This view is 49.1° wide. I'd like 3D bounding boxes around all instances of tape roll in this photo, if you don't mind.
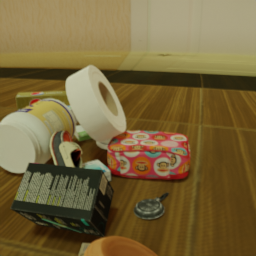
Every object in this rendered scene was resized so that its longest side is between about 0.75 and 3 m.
[{"bbox_3d":[-0.933,-0.728,8.681,0.806,2.306,2.306,-26,16,14],"label":"tape roll"}]

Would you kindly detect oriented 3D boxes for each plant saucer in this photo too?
[{"bbox_3d":[0.081,2.308,4.609,1.658,0.310,1.658,26,4,-2],"label":"plant saucer"}]

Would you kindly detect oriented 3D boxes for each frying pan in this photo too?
[{"bbox_3d":[0.717,1.902,6.950,1.248,0.203,0.755,-16,20,-27],"label":"frying pan"}]

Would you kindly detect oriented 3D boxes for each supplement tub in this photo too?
[{"bbox_3d":[-3.020,0.197,9.165,1.843,1.843,2.535,5,21,14],"label":"supplement tub"}]

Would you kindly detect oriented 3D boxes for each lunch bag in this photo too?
[{"bbox_3d":[0.671,0.700,8.969,2.532,1.037,2.230,3,21,8],"label":"lunch bag"}]

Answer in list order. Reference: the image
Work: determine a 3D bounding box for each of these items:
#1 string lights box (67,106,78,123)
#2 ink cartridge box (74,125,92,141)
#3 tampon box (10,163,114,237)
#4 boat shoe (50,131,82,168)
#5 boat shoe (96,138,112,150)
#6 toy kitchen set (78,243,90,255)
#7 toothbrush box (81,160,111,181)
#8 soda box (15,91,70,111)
[{"bbox_3d":[-3.445,-0.368,11.919,2.427,0.716,1.247,-4,19,12],"label":"string lights box"},{"bbox_3d":[-1.755,0.229,11.208,0.619,0.354,1.192,-12,22,-22],"label":"ink cartridge box"},{"bbox_3d":[-1.306,1.521,5.967,1.662,1.245,1.049,5,58,13],"label":"tampon box"},{"bbox_3d":[-1.629,0.888,7.831,0.789,0.898,2.522,-32,39,10],"label":"boat shoe"},{"bbox_3d":[-0.919,0.131,10.894,0.873,0.776,2.374,-8,22,-21],"label":"boat shoe"},{"bbox_3d":[-0.438,2.349,4.897,0.960,0.783,0.866,2,20,5],"label":"toy kitchen set"},{"bbox_3d":[-0.982,1.321,8.272,0.629,0.367,0.860,-13,24,-31],"label":"toothbrush box"},{"bbox_3d":[-4.163,-1.308,14.475,2.924,0.990,0.936,-4,21,-12],"label":"soda box"}]
